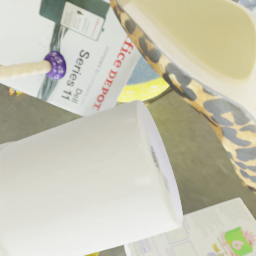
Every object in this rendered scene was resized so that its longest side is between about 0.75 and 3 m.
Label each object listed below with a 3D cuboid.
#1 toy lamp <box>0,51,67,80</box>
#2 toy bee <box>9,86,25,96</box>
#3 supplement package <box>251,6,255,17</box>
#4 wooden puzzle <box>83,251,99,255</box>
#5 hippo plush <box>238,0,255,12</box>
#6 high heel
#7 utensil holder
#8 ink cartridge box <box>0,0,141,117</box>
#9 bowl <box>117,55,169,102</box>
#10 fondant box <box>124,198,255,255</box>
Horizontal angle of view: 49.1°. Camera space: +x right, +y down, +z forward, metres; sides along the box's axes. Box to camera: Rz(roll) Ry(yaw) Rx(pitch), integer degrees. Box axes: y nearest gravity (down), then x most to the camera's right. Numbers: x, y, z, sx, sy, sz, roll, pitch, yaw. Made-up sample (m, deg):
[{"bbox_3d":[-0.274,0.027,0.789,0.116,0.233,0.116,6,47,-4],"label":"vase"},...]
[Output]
[{"bbox_3d":[-1.542,-0.711,3.534,0.487,0.487,1.672,28,30,24],"label":"toy lamp"},{"bbox_3d":[-3.244,-1.145,8.097,0.750,0.408,0.491,24,37,-11],"label":"toy bee"},{"bbox_3d":[2.207,-1.336,3.966,0.991,1.695,0.994,47,37,14],"label":"supplement package"},{"bbox_3d":[-1.225,1.614,5.510,2.020,0.236,1.363,21,50,19],"label":"wooden puzzle"},{"bbox_3d":[2.390,-2.617,5.246,1.112,1.101,1.382,32,43,-32],"label":"hippo plush"},{"bbox_3d":[0.929,-0.177,3.201,2.956,2.107,1.055,34,67,7],"label":"high heel"},{"bbox_3d":[-0.499,0.661,3.368,1.905,1.619,1.619,-20,45,13],"label":"utensil holder"},{"bbox_3d":[-1.237,-1.614,4.723,2.878,2.110,1.195,22,22,-16],"label":"ink cartridge box"},{"bbox_3d":[0.131,-1.657,7.599,2.870,1.544,2.870,-4,54,6],"label":"bowl"},{"bbox_3d":[1.248,2.273,4.587,2.256,0.657,1.628,-14,48,-12],"label":"fondant box"}]
